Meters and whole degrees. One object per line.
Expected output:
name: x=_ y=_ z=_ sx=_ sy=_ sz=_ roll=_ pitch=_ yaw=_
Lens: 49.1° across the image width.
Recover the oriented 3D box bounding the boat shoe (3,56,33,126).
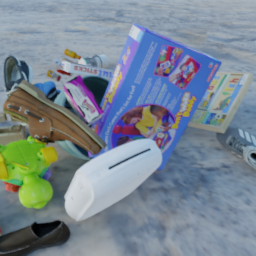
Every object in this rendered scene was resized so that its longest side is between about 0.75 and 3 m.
boat shoe: x=-2.886 y=-1.010 z=7.291 sx=0.815 sy=0.650 sz=2.154 roll=-35 pitch=53 yaw=12

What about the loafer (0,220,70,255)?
loafer: x=-1.853 y=2.014 z=5.275 sx=1.464 sy=0.522 sz=0.534 roll=-12 pitch=33 yaw=-19

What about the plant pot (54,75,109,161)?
plant pot: x=-1.233 y=-0.165 z=7.638 sx=1.478 sy=2.207 sz=2.207 roll=-9 pitch=18 yaw=44

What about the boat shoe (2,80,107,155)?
boat shoe: x=-1.489 y=-0.030 z=5.490 sx=2.413 sy=0.868 sz=0.820 roll=31 pitch=75 yaw=27

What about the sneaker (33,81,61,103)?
sneaker: x=-2.437 y=-0.742 z=8.809 sx=0.880 sy=1.028 sz=2.481 roll=-8 pitch=-3 yaw=-5

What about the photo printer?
photo printer: x=-0.312 y=1.009 z=5.494 sx=1.680 sy=2.019 sz=0.701 roll=-22 pitch=70 yaw=-32

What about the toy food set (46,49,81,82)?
toy food set: x=-2.079 y=-1.948 z=9.180 sx=0.584 sy=0.620 sz=1.298 roll=24 pitch=54 yaw=2

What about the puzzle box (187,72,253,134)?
puzzle box: x=2.698 y=-0.857 z=8.551 sx=1.425 sy=0.272 sz=2.141 roll=13 pitch=62 yaw=46

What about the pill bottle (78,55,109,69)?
pill bottle: x=-1.640 y=-3.066 z=13.394 sx=1.321 sy=0.747 sz=0.747 roll=-23 pitch=38 yaw=-33

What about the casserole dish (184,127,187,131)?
casserole dish: x=0.932 y=-0.547 z=8.674 sx=0.433 sy=1.351 sz=2.231 roll=-20 pitch=36 yaw=-29

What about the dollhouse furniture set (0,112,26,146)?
dollhouse furniture set: x=-3.736 y=-0.069 z=8.063 sx=1.331 sy=1.177 sz=0.740 roll=-7 pitch=31 yaw=-13

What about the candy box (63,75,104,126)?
candy box: x=-0.899 y=-0.476 z=5.537 sx=0.374 sy=0.836 sz=1.226 roll=-33 pitch=2 yaw=-11

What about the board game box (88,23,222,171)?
board game box: x=0.494 y=-0.528 z=6.428 sx=2.014 sy=2.996 sz=0.671 roll=14 pitch=25 yaw=-26

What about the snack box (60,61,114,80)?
snack box: x=-0.746 y=-1.658 z=8.601 sx=2.471 sy=0.300 sz=0.888 roll=5 pitch=13 yaw=-29

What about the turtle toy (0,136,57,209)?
turtle toy: x=-2.364 y=0.985 z=6.475 sx=1.481 sy=1.027 sz=2.033 roll=-17 pitch=36 yaw=-27

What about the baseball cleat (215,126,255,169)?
baseball cleat: x=3.089 y=0.487 z=7.353 sx=1.119 sy=0.733 sz=2.103 roll=9 pitch=17 yaw=-47
